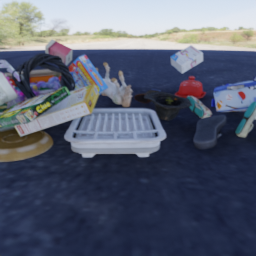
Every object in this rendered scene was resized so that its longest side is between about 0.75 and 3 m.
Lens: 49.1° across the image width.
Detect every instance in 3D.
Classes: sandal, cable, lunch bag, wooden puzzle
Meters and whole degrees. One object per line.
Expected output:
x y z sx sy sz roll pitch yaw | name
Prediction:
2.271 0.139 7.881 0.778 0.438 2.045 -4 22 32 | sandal
-2.430 -1.320 8.597 1.585 1.942 0.493 -35 33 -2 | cable
3.937 -1.031 9.244 2.121 1.000 2.646 -5 0 29 | lunch bag
-4.152 -1.793 11.957 2.904 0.541 2.687 -4 -9 -17 | wooden puzzle

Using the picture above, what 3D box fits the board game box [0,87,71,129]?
-2.679 -0.447 7.181 2.512 0.295 1.316 -7 31 43 | board game box

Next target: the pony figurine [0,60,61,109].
-3.627 -1.292 10.341 2.368 1.972 2.286 -7 -12 -6 | pony figurine

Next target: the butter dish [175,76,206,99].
2.865 -1.876 12.763 1.266 0.936 1.262 8 22 22 | butter dish

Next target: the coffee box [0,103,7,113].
-5.031 -0.663 10.077 1.144 0.409 1.861 -16 25 -39 | coffee box

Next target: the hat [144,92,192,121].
1.273 -0.668 9.344 1.759 0.710 1.759 9 21 -3 | hat

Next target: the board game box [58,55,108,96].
-1.629 -1.619 10.029 1.391 1.420 0.397 -32 6 40 | board game box

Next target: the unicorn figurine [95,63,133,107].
-0.737 -1.726 11.451 0.991 1.843 2.683 -23 52 -11 | unicorn figurine

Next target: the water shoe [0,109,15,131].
-3.473 -0.279 8.388 1.710 0.675 0.611 -16 4 -38 | water shoe

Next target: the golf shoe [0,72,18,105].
-4.479 -0.941 8.465 2.830 1.066 1.295 -4 35 48 | golf shoe

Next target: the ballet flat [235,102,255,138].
3.429 -0.225 7.920 0.339 1.087 0.367 23 15 -12 | ballet flat

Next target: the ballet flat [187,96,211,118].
2.550 -0.729 10.095 0.427 0.505 1.336 -2 36 -19 | ballet flat

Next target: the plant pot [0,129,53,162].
-2.985 0.361 7.398 1.933 0.266 1.933 1 19 0 | plant pot

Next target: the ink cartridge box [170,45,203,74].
1.709 -2.011 8.164 0.774 0.327 0.559 -31 51 -10 | ink cartridge box

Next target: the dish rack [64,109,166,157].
-0.323 0.093 7.592 2.395 0.608 2.791 -1 20 -1 | dish rack

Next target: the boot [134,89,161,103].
0.876 -1.357 11.844 1.168 0.436 0.566 3 33 19 | boot

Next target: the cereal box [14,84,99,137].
-1.919 -0.531 7.782 2.094 0.414 1.507 -17 25 12 | cereal box

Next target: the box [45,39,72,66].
-2.563 -2.766 10.362 0.880 0.563 0.480 26 57 4 | box
